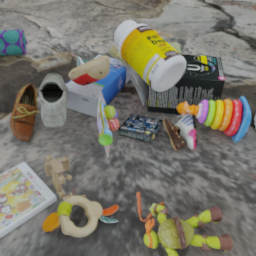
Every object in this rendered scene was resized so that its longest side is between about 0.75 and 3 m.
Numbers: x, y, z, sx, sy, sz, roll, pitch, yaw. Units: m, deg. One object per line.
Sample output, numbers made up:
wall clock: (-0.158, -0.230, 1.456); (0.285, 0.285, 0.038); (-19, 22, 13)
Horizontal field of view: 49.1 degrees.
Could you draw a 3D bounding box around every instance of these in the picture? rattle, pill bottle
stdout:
rattle: (-1.076, 2.197, 6.634); (1.483, 1.059, 0.966); (4, 37, -45)
pill bottle: (0.593, -2.317, 8.737); (1.295, 1.295, 2.370); (-27, 62, -29)

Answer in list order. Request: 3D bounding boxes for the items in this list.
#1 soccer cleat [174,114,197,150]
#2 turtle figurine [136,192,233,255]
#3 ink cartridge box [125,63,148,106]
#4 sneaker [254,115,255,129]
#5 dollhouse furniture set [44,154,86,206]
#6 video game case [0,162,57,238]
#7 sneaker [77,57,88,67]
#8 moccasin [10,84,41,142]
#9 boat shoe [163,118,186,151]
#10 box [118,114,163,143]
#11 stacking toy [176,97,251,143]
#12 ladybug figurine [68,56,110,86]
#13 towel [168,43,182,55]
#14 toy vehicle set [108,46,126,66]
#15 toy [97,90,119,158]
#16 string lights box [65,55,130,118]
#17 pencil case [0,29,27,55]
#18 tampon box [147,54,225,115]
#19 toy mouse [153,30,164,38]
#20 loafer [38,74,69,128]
soccer cleat: (1.827, 0.129, 8.934); (0.712, 0.576, 1.649); (-3, 34, 12)
turtle figurine: (1.125, 2.215, 6.133); (1.946, 0.777, 2.413); (-7, 40, -9)
ink cartridge box: (0.261, -2.063, 10.531); (0.625, 1.782, 2.192); (-9, 34, 27)
sneaker: (4.774, 0.097, 8.454); (1.085, 1.143, 2.840); (-4, 38, -2)
dollhouse furniture set: (-1.593, 1.223, 7.141); (0.641, 0.750, 1.448); (-15, 37, -29)
video game case: (-3.057, 1.802, 7.085); (1.867, 0.214, 1.699); (-31, 48, -32)
sneaker: (-1.896, -2.811, 12.617); (0.582, 0.495, 1.276); (-8, 41, -34)
moccasin: (-3.319, -0.536, 9.187); (0.796, 0.841, 2.177); (22, 45, -28)
boat shoe: (1.436, 0.154, 8.573); (0.410, 0.410, 1.165); (-33, 55, 21)
box: (0.417, -0.021, 9.146); (1.191, 0.274, 0.947); (12, 40, 26)
stacking toy: (2.585, -0.445, 8.816); (2.147, 1.246, 1.178); (10, 32, 2)
ladybug figurine: (-1.202, -1.762, 8.891); (1.198, 0.635, 1.765); (-36, 19, -34)
towel: (1.137, -2.875, 10.248); (1.609, 0.294, 1.194); (4, 31, 4)
toy vehicle set: (-0.323, -2.827, 11.032); (0.940, 0.125, 0.584); (35, 32, -12)
toy: (-0.564, -0.224, 8.527); (0.504, 1.229, 2.134); (-9, 32, 7)
string lights box: (-1.148, -1.727, 10.827); (1.506, 0.864, 2.931); (18, 42, 16)
pencil case: (-6.383, -4.009, 13.371); (2.861, 1.217, 1.322); (-7, 12, -10)
tampon box: (2.024, -1.601, 10.172); (2.480, 1.565, 1.858); (6, 40, 7)
toy mouse: (0.395, -3.590, 10.872); (1.505, 0.328, 1.693); (7, 22, 29)
loafer: (-2.287, -1.080, 8.667); (0.924, 0.922, 2.642); (-5, 38, -14)
